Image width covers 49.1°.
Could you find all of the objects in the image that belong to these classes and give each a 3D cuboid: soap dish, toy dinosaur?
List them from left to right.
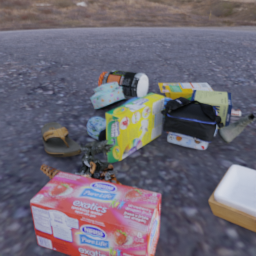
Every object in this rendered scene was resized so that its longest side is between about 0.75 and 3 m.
[{"bbox_3d":[-1.080,1.376,7.948,2.722,1.390,1.847,27,46,-10],"label":"toy dinosaur"},{"bbox_3d":[3.177,1.861,7.514,1.494,0.771,1.899,17,30,31],"label":"soap dish"}]

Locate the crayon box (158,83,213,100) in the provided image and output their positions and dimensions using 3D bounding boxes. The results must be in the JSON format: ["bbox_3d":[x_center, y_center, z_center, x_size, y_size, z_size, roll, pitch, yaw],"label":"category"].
[{"bbox_3d":[3.082,-1.876,15.277,2.797,0.721,1.758,1,26,0],"label":"crayon box"}]

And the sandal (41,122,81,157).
[{"bbox_3d":[-2.680,0.280,10.729,1.204,0.804,2.947,-11,28,-22],"label":"sandal"}]

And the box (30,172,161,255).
[{"bbox_3d":[-0.681,2.091,6.379,2.685,1.338,1.282,8,27,18],"label":"box"}]

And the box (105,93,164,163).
[{"bbox_3d":[0.172,-0.031,10.278,0.722,1.752,2.987,21,34,33],"label":"box"}]

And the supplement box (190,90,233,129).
[{"bbox_3d":[3.704,-0.868,12.680,1.738,1.168,1.739,7,27,14],"label":"supplement box"}]

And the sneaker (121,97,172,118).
[{"bbox_3d":[1.006,-0.867,12.934,2.807,0.925,1.101,-6,24,-14],"label":"sneaker"}]

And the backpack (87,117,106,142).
[{"bbox_3d":[-1.123,0.046,11.300,1.010,0.952,1.239,-27,22,-32],"label":"backpack"}]

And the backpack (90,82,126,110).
[{"bbox_3d":[-1.090,-1.570,13.992,1.386,1.209,1.577,-7,22,46],"label":"backpack"}]

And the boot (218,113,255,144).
[{"bbox_3d":[4.157,-0.084,10.598,1.784,1.165,0.604,-22,71,-51],"label":"boot"}]

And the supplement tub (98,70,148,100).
[{"bbox_3d":[-0.281,-2.332,15.309,2.475,1.516,1.516,13,29,25],"label":"supplement tub"}]

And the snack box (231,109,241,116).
[{"bbox_3d":[4.733,-0.805,13.694,1.431,0.174,0.514,7,27,13],"label":"snack box"}]

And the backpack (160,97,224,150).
[{"bbox_3d":[2.471,-0.237,10.806,2.216,1.707,2.111,17,32,14],"label":"backpack"}]
